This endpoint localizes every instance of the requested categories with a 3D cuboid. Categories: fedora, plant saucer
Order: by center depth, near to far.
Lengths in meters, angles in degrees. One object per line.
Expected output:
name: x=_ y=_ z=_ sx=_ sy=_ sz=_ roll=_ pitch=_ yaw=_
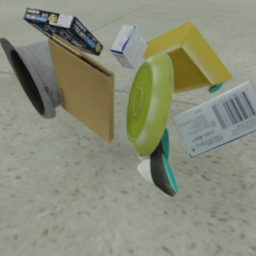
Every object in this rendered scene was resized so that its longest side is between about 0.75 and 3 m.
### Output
plant saucer: x=0.428 y=-0.653 z=7.467 sx=0.431 sy=2.774 sz=2.774 roll=10 pitch=33 yaw=-14
fedora: x=-2.831 y=-1.784 z=9.314 sx=1.341 sy=2.971 sz=2.627 roll=-32 pitch=26 yaw=-24
plant saucer: x=1.911 y=-2.216 z=10.172 sx=2.651 sy=2.652 sz=0.642 roll=-5 pitch=49 yaw=55

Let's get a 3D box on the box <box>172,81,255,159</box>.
box: x=2.315 y=-0.218 z=7.166 sx=1.912 sy=1.091 sz=2.079 roll=-26 pitch=-3 yaw=18

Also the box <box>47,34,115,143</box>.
box: x=-1.255 y=-0.976 z=7.903 sx=2.210 sy=2.704 sz=0.288 roll=36 pitch=58 yaw=22

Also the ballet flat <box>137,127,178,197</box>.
ballet flat: x=0.756 y=0.903 z=7.646 sx=0.914 sy=0.909 sz=2.672 roll=-22 pitch=31 yaw=16

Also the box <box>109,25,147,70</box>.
box: x=0.034 y=-2.693 z=9.435 sx=0.576 sy=1.098 sz=1.009 roll=21 pitch=79 yaw=31

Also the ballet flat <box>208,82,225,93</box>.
ballet flat: x=3.495 y=-1.826 z=11.070 sx=0.564 sy=0.564 sz=1.567 roll=2 pitch=-9 yaw=2

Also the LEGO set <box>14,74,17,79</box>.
LEGO set: x=-5.588 y=-3.226 z=15.753 sx=1.649 sy=0.955 sz=1.268 roll=-15 pitch=38 yaw=-21

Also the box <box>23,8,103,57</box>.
box: x=-2.378 y=-3.591 z=10.604 sx=2.213 sy=0.554 sz=2.229 roll=22 pitch=-2 yaw=24
